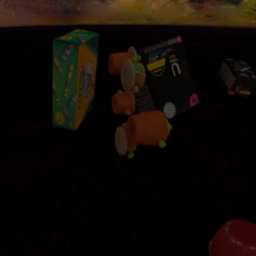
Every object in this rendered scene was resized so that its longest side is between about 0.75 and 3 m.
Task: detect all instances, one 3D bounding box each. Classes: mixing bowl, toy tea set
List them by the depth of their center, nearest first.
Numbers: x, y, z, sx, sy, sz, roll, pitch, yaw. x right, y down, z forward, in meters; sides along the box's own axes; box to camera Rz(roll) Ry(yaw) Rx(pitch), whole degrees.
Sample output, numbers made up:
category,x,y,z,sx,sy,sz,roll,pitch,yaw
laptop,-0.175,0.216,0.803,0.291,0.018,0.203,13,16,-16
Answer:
category,x,y,z,sx,sy,sz,roll,pitch,yaw
mixing bowl,1.914,1.938,4.660,1.061,0.574,1.061,-1,26,0
toy tea set,0.283,-0.683,6.672,1.016,2.746,1.633,-4,-6,-22

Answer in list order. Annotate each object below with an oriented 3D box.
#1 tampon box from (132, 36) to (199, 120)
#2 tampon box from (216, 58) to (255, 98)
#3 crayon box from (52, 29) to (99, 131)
category,x,y,z,sx,sy,sz,roll,pitch,yaw
tampon box,1.002,-1.553,9.330,1.743,2.325,1.468,-28,15,-32
tampon box,2.937,-1.351,7.545,0.688,0.580,0.918,8,42,-14
crayon box,-1.713,-1.562,9.110,0.831,2.853,1.694,14,31,7
